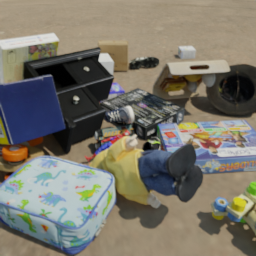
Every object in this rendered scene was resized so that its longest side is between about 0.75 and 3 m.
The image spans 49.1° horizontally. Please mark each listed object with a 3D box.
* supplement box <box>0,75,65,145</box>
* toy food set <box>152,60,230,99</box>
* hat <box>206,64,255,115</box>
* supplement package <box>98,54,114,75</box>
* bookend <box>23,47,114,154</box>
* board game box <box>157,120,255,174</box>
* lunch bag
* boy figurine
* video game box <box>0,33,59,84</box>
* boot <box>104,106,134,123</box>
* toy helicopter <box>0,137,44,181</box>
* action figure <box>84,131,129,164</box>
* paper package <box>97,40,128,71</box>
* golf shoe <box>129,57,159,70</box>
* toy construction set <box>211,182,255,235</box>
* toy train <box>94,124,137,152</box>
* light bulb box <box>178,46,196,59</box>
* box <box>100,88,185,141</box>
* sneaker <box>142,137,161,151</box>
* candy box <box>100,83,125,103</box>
[{"bbox_3d":[-3.052,-0.437,7.502,1.417,1.426,2.604,-21,12,-39],"label":"supplement box"},{"bbox_3d":[2.060,-1.545,9.874,1.936,0.815,2.699,-5,-11,-8],"label":"toy food set"},{"bbox_3d":[3.937,-1.278,10.302,2.188,0.882,2.188,-3,70,8],"label":"hat"},{"bbox_3d":[-1.439,-2.706,12.688,1.307,1.005,1.367,-4,31,-15],"label":"supplement package"},{"bbox_3d":[-1.390,-1.005,8.749,2.711,1.256,2.728,-23,62,-34],"label":"bookend"},{"bbox_3d":[2.352,0.493,7.921,2.801,0.483,1.896,-2,31,-4],"label":"board game box"},{"bbox_3d":[-1.444,1.463,5.904,2.200,0.907,1.769,11,34,19],"label":"lunch bag"},{"bbox_3d":[0.187,0.972,6.142,0.911,1.758,2.828,-35,18,-36],"label":"boy figurine"},{"bbox_3d":[-3.049,-1.970,8.599,1.669,1.832,0.429,-19,64,-32],"label":"video game box"},{"bbox_3d":[-0.290,-0.317,8.145,0.617,0.497,1.366,-15,4,-16],"label":"boot"},{"bbox_3d":[-3.325,0.596,7.344,2.377,0.937,1.572,10,24,12],"label":"toy helicopter"},{"bbox_3d":[-0.517,0.510,7.484,1.351,0.349,0.442,-36,49,-9],"label":"action figure"},{"bbox_3d":[-0.717,-3.525,13.721,1.475,1.406,0.763,0,31,0],"label":"paper package"},{"bbox_3d":[0.786,-3.386,14.280,1.592,0.619,0.752,-7,32,-13],"label":"golf shoe"},{"bbox_3d":[3.214,1.550,5.600,2.687,1.238,1.762,-25,39,-18],"label":"toy construction set"},{"bbox_3d":[-0.363,0.298,8.034,1.234,0.526,0.703,-10,64,-12],"label":"toy train"},{"bbox_3d":[3.295,-4.257,15.816,0.812,0.507,0.805,-2,32,-2],"label":"light bulb box"},{"bbox_3d":[0.453,-0.572,9.644,1.859,0.505,2.321,-26,40,-35],"label":"box"},{"bbox_3d":[0.624,0.521,7.607,0.407,0.470,1.136,2,35,18],"label":"sneaker"},{"bbox_3d":[-0.777,-1.401,11.153,1.037,0.399,0.877,-11,35,-21],"label":"candy box"}]
